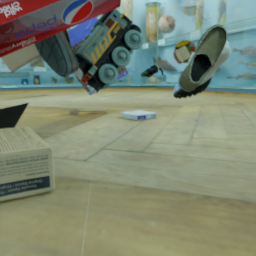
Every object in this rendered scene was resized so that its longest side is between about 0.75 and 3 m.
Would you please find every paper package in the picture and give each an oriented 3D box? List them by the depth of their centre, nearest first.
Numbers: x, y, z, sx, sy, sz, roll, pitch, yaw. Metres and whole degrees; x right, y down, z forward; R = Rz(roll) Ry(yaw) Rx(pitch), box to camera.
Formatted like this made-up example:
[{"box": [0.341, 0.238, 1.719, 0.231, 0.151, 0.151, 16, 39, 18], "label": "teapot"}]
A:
[{"box": [-3.146, -2.854, 8.198, 1.817, 1.732, 0.940, -28, 26, 9], "label": "paper package"}]

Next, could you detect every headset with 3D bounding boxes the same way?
[{"box": [0.925, -2.066, 10.473, 1.006, 0.473, 0.621, -28, 2, -38], "label": "headset"}]

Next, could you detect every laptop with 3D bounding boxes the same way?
[{"box": [-4.638, -0.172, 9.240, 2.034, 1.179, 1.904, 2, 11, 9], "label": "laptop"}]

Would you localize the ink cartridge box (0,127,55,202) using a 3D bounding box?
[{"box": [-2.806, 0.674, 5.739, 2.011, 0.917, 2.440, -7, 14, -28], "label": "ink cartridge box"}]

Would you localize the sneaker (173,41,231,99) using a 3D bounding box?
[{"box": [2.206, -1.851, 8.822, 0.953, 0.961, 2.653, 0, -31, -24], "label": "sneaker"}]

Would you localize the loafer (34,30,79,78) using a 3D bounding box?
[{"box": [-1.959, -2.583, 6.829, 0.913, 2.904, 1.043, -31, -6, -38], "label": "loafer"}]

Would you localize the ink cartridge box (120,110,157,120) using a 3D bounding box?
[{"box": [0.485, -0.623, 13.647, 1.310, 0.289, 1.334, -9, 13, -39], "label": "ink cartridge box"}]

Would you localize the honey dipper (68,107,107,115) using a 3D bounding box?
[{"box": [-2.134, -0.919, 14.964, 2.058, 0.391, 0.391, -2, 12, -24], "label": "honey dipper"}]

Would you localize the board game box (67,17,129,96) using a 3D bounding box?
[{"box": [-1.364, -2.719, 10.786, 1.853, 2.324, 1.126, -29, 49, 6], "label": "board game box"}]

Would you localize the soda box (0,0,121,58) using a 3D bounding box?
[{"box": [-1.574, -2.385, 5.245, 2.900, 1.015, 0.920, -27, -9, -10], "label": "soda box"}]

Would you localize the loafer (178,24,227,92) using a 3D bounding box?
[{"box": [1.871, -1.666, 6.654, 0.674, 1.792, 0.624, 29, -2, -9], "label": "loafer"}]

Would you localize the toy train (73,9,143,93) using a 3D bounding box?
[{"box": [-0.632, -2.202, 7.983, 1.404, 2.463, 1.050, 38, -15, -15], "label": "toy train"}]

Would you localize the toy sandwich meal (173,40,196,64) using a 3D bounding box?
[{"box": [2.274, -3.029, 11.134, 1.023, 1.023, 0.350, -1, 6, -5], "label": "toy sandwich meal"}]
